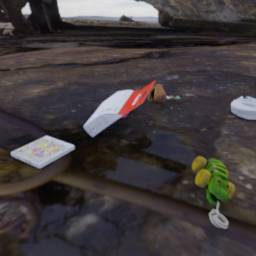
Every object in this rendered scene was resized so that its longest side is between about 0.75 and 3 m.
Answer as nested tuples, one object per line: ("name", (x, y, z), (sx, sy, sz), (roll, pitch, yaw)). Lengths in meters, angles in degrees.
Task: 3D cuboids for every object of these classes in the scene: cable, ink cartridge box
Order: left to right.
("ink cartridge box", (-0.336, -0.942, 10.772), (2.625, 0.749, 2.133), (-37, 13, 34))
("cable", (5.514, -0.877, 12.784), (1.611, 0.558, 1.610), (-17, 31, -31))

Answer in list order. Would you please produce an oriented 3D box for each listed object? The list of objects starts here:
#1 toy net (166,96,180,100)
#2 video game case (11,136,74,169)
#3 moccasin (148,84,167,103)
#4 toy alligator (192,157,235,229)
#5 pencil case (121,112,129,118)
("toy net", (2.331, -1.548, 14.774), (0.813, 0.157, 0.426), (-3, 27, -1))
("video game case", (-2.890, 0.778, 9.556), (1.426, 0.179, 1.566), (15, 29, 30))
("moccasin", (1.430, -1.748, 14.378), (0.809, 0.766, 2.095), (-4, 27, -1))
("toy alligator", (2.273, 1.407, 7.109), (0.935, 0.678, 2.821), (27, 21, -5))
("pencil case", (-0.168, -0.965, 12.896), (0.638, 0.638, 1.444), (6, 22, 13))
